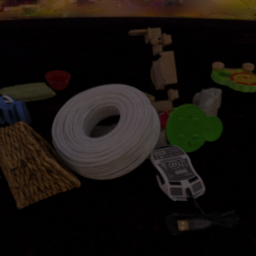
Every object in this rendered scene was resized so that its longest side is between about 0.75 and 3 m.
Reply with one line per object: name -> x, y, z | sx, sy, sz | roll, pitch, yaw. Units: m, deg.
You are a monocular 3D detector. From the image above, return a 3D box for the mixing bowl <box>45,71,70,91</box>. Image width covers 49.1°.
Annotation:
mixing bowl -> -3.353, -2.210, 13.475 | 1.156, 0.626, 1.156 | 3, 39, -3

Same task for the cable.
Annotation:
cable -> -0.634, -0.020, 7.722 | 2.913, 1.008, 2.912 | -39, 49, -12

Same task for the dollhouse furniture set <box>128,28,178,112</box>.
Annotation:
dollhouse furniture set -> 0.744, -1.996, 9.598 | 1.295, 2.925, 1.516 | -7, 2, -10

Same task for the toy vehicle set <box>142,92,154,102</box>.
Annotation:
toy vehicle set -> 0.202, -1.180, 12.017 | 1.639, 0.217, 1.019 | -21, 34, -35

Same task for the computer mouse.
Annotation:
computer mouse -> 1.286, 1.374, 6.664 | 1.485, 0.594, 2.708 | -10, 34, -8

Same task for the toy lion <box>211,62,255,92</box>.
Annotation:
toy lion -> 5.500, -2.480, 14.125 | 2.452, 0.842, 2.351 | 5, 35, 11

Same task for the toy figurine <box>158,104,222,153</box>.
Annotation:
toy figurine -> 1.673, -0.076, 8.770 | 1.834, 1.377, 1.688 | -1, 7, -18

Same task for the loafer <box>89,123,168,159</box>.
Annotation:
loafer -> -0.178, 0.199, 8.459 | 2.800, 0.977, 0.979 | 8, 28, 16

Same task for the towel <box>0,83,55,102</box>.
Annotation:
towel -> -4.510, -1.556, 12.573 | 2.146, 0.392, 1.592 | -14, 31, -27

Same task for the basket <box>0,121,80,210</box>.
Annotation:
basket -> -2.335, 0.647, 7.003 | 1.572, 1.506, 2.110 | -17, 32, -28

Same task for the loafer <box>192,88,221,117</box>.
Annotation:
loafer -> 2.950, -0.903, 10.769 | 0.974, 0.976, 2.792 | 5, 20, 23

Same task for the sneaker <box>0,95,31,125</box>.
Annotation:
sneaker -> -4.333, -0.544, 10.084 | 1.015, 0.912, 2.467 | -24, 28, -39

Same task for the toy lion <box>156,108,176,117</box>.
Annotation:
toy lion -> 1.403, -0.519, 10.496 | 1.590, 0.546, 1.524 | -8, 20, -13
